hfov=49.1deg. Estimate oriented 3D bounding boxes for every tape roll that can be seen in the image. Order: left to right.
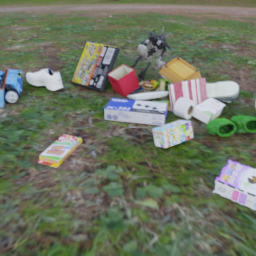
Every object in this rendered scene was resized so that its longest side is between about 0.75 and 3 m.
[{"bbox_3d":[2.355,-0.813,11.684,0.557,0.812,0.812,25,38,36],"label":"tape roll"}]

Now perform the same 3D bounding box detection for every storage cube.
[{"bbox_3d":[-0.229,-2.313,13.759,1.165,1.047,0.996,-37,42,-15],"label":"storage cube"}]

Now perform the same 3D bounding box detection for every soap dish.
[{"bbox_3d":[2.697,-2.821,14.481,1.395,0.720,1.774,-38,65,-23],"label":"soap dish"}]

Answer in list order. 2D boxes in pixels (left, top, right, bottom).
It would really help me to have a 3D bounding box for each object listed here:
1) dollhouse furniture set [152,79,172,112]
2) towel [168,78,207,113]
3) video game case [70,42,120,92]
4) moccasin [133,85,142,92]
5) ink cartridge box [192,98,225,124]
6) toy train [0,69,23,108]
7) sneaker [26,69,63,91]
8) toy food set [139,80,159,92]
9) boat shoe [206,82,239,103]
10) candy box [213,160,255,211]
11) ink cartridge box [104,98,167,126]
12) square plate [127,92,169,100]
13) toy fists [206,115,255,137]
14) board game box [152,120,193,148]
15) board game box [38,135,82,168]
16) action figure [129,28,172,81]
[{"bbox_3d":[1.640,-1.542,12.960,1.007,0.778,2.015,6,31,11],"label":"dollhouse furniture set"},{"bbox_3d":[2.663,-1.426,12.268,1.751,1.261,0.199,-12,9,-14],"label":"towel"},{"bbox_3d":[-1.743,-3.193,14.525,2.158,2.388,0.305,19,-4,30],"label":"video game case"},{"bbox_3d":[0.341,-2.016,14.255,0.810,0.276,0.326,-16,35,-23],"label":"moccasin"},{"bbox_3d":[3.413,-0.741,11.812,0.793,0.456,1.355,35,44,29],"label":"ink cartridge box"},{"bbox_3d":[-5.842,-1.945,13.294,1.529,1.160,2.676,1,32,-18],"label":"toy train"},{"bbox_3d":[-4.321,-2.631,14.523,2.353,1.025,0.877,15,27,22],"label":"sneaker"},{"bbox_3d":[1.121,-2.284,14.720,1.351,0.271,0.933,17,35,27],"label":"toy food set"},{"bbox_3d":[3.645,-1.586,13.175,2.911,0.899,1.060,2,64,24],"label":"boat shoe"},{"bbox_3d":[3.295,1.603,7.876,1.402,0.501,1.176,20,36,31],"label":"candy box"},{"bbox_3d":[0.350,-0.686,11.731,2.459,0.544,1.156,6,30,11],"label":"ink cartridge box"},{"bbox_3d":[0.880,-1.470,12.882,1.604,0.230,1.620,-8,10,-11],"label":"square plate"},{"bbox_3d":[3.908,-0.067,10.406,1.942,0.668,0.990,-9,16,-6],"label":"toy fists"},{"bbox_3d":[1.589,0.206,9.943,1.257,0.648,0.659,-17,12,-26],"label":"board game box"},{"bbox_3d":[-2.327,0.758,9.621,0.773,0.242,1.617,12,35,19],"label":"board game box"},{"bbox_3d":[1.186,-3.817,14.655,1.719,2.893,1.476,31,26,-14],"label":"action figure"}]
